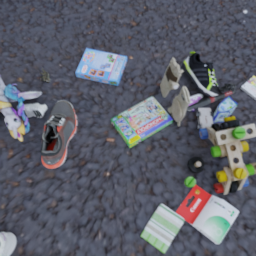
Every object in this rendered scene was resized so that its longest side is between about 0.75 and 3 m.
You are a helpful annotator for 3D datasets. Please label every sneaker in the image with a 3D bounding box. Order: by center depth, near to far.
[{"bbox_3d":[-4.097,3.821,7.684,0.819,1.090,2.189,27,66,13],"label":"sneaker"},{"bbox_3d":[-2.433,0.009,9.773,1.045,1.110,2.711,0,58,1],"label":"sneaker"},{"bbox_3d":[-3.593,-0.693,10.499,1.288,0.484,0.522,8,45,24],"label":"sneaker"},{"bbox_3d":[2.522,-0.944,10.819,0.995,0.361,0.567,-20,88,-21],"label":"sneaker"},{"bbox_3d":[2.990,-2.097,10.895,0.828,0.956,2.308,-5,52,-49],"label":"sneaker"}]

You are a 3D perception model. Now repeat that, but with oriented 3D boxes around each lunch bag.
[{"bbox_3d":[3.495,-0.604,10.338,0.885,0.752,0.564,-33,67,-19],"label":"lunch bag"}]

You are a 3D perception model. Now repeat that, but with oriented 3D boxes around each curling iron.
[{"bbox_3d":[3.016,-1.078,10.420,2.061,0.263,0.511,-28,40,4],"label":"curling iron"}]

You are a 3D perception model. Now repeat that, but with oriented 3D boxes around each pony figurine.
[{"bbox_3d":[-4.319,-1.059,9.456,2.333,2.802,2.704,-29,27,-6],"label":"pony figurine"}]

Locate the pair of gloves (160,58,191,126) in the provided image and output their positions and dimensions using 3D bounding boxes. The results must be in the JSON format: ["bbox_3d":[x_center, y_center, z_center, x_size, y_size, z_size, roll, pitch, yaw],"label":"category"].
[{"bbox_3d":[1.728,-1.309,10.153,0.371,1.801,2.118,-6,61,-12],"label":"pair of gloves"}]

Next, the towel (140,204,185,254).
[{"bbox_3d":[1.060,3.084,8.643,0.906,0.186,1.214,31,68,18],"label":"towel"}]

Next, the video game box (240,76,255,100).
[{"bbox_3d":[5.072,-1.576,11.159,0.763,0.196,0.837,-40,67,-9],"label":"video game box"}]

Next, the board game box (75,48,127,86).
[{"bbox_3d":[-1.098,-2.542,11.623,1.803,0.330,1.364,14,65,8],"label":"board game box"}]

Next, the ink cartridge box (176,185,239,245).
[{"bbox_3d":[2.472,2.638,8.758,1.527,0.382,1.229,36,67,16],"label":"ink cartridge box"}]

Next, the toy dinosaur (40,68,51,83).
[{"bbox_3d":[-3.399,-2.095,11.482,0.412,0.310,0.806,-6,56,-17],"label":"toy dinosaur"}]

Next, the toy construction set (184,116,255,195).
[{"bbox_3d":[3.489,0.881,8.498,2.892,2.222,2.412,14,74,1],"label":"toy construction set"}]

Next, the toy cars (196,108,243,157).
[{"bbox_3d":[3.206,0.215,10.052,1.035,0.511,2.308,-34,63,-20],"label":"toy cars"}]

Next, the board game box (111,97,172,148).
[{"bbox_3d":[0.502,-0.247,10.414,1.915,0.279,1.289,-30,64,-16],"label":"board game box"}]
